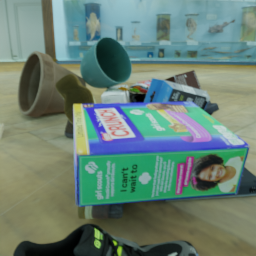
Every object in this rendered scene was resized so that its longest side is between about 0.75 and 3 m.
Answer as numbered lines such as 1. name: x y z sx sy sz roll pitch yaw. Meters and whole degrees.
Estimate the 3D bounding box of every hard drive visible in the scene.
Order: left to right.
1. hard drive: 1.538 1.012 5.847 1.902 0.313 1.327 -2 18 -6

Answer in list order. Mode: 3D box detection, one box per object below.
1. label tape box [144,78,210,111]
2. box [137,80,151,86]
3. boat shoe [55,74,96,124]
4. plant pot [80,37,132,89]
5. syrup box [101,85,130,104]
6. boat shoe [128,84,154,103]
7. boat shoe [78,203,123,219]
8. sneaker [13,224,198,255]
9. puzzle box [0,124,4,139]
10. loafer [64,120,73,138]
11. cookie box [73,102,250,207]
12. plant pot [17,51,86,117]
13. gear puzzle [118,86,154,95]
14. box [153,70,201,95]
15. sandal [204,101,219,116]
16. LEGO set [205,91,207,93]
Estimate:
1. label tape box: 1.456 -0.704 8.900 1.821 1.305 0.602 12 30 -10
2. box: 1.110 -1.688 13.156 0.793 0.860 1.676 -12 22 -22
3. boat shoe: -1.456 -0.748 8.672 1.014 0.898 2.770 -34 44 3
4. plant pot: -1.089 -2.546 11.812 1.584 1.974 1.974 -19 0 43
5. syrup box: -0.475 -1.136 11.589 0.893 0.924 2.269 -6 18 5
6. boat shoe: 0.592 -1.252 12.175 0.948 1.001 2.863 -9 27 -32
7. boat shoe: -0.154 0.934 5.340 0.830 0.903 2.526 15 20 9
8. sneaker: -0.241 1.555 3.132 2.188 0.906 0.776 -1 19 -5
9. puzzle box: -4.804 0.179 8.650 1.716 0.218 1.141 -6 18 -17
10. loafer: -1.039 -0.048 8.632 1.882 0.668 0.687 -1 17 -4
11. cookie box: 0.303 0.272 4.647 2.385 0.896 2.040 -3 23 -11
12. plant pot: -2.932 -1.582 11.228 2.184 2.504 2.504 8 10 -38
13. gear puzzle: 0.288 -1.564 11.210 1.602 0.210 0.830 -1 23 -31
14. box: 2.031 -1.339 10.832 1.036 1.385 2.765 -19 5 29
15. sandal: 2.769 -0.571 10.345 0.919 0.517 2.416 -23 5 10
16. LEGO set: 2.389 -1.458 13.238 2.534 0.622 1.893 -13 22 -27
